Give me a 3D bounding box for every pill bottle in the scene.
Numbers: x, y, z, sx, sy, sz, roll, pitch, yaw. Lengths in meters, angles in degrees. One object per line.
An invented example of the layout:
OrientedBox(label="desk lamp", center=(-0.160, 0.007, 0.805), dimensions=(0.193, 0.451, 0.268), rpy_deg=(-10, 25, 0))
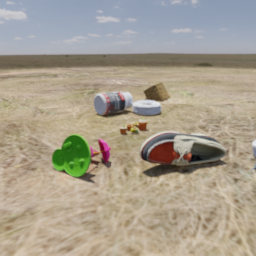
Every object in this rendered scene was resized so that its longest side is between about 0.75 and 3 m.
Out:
OrientedBox(label="pill bottle", center=(-0.810, -1.437, 15.878), dimensions=(2.062, 1.195, 1.195), rpy_deg=(-13, 21, -38))

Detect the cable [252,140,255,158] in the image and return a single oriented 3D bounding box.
OrientedBox(label="cable", center=(5.095, 0.780, 9.594), dimensions=(1.586, 0.549, 1.586), rpy_deg=(6, 19, 21))

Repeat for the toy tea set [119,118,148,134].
OrientedBox(label="toy tea set", center=(0.242, -0.118, 12.576), dimensions=(0.881, 0.549, 1.482), rpy_deg=(11, 20, 32))

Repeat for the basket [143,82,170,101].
OrientedBox(label="basket", center=(1.984, -2.362, 20.085), dimensions=(1.282, 1.338, 1.797), rpy_deg=(-29, 1, 30))

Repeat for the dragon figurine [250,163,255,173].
OrientedBox(label="dragon figurine", center=(4.131, 1.220, 8.609), dimensions=(0.873, 0.257, 0.434), rpy_deg=(-13, 21, -40))

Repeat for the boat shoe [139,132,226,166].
OrientedBox(label="boat shoe", center=(1.779, 0.739, 8.912), dimensions=(2.961, 1.054, 0.926), rpy_deg=(-1, 25, -29))

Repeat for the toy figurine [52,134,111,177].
OrientedBox(label="toy figurine", center=(-1.314, 0.866, 8.966), dimensions=(1.675, 1.258, 1.542), rpy_deg=(-18, -10, 33))

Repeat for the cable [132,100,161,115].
OrientedBox(label="cable", center=(1.076, -1.150, 15.984), dimensions=(1.653, 0.572, 1.653), rpy_deg=(15, 22, 40))
